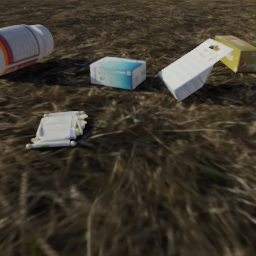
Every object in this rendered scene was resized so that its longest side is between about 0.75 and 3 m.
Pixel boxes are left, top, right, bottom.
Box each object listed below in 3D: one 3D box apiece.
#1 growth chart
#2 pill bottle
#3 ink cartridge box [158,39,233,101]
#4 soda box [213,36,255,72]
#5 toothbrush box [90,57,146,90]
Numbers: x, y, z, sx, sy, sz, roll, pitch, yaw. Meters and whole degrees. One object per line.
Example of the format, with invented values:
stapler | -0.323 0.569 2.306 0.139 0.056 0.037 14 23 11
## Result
growth chart | -1.655 -0.011 6.904 1.238 0.152 1.711 0 30 -2
pill bottle | -4.353 -3.113 10.867 1.569 1.569 2.864 15 33 24
ink cartridge box | 2.109 -1.873 8.845 2.054 0.586 1.669 -30 30 5
soda box | 4.380 -3.112 11.567 0.821 0.869 2.565 -3 30 -5
toothbrush box | -0.326 -1.928 9.690 1.607 0.685 1.176 13 32 22
